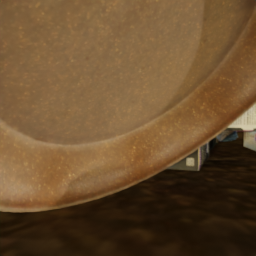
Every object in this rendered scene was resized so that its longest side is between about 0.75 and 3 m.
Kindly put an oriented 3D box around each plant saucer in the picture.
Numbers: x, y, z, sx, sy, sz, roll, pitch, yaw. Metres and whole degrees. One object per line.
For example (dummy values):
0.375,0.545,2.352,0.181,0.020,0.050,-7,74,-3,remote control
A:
0.172,-0.424,1.983,2.975,0.544,2.975,-25,-29,-15,plant saucer

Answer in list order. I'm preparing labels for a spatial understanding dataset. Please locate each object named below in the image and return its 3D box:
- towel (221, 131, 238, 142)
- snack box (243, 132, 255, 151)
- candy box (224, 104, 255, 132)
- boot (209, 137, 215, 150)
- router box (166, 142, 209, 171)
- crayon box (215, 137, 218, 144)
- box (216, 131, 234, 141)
3.644,0.229,11.254,1.242,0.540,2.225,0,3,16,towel
3.883,0.331,7.069,1.481,0.552,2.083,0,1,13,snack box
2.880,-0.370,5.857,2.883,0.879,1.966,1,1,-5,candy box
1.572,0.381,7.444,1.004,0.453,1.225,2,-6,-18,boot
0.379,0.360,5.544,2.258,0.590,1.775,1,2,22,router box
2.437,-0.376,9.447,1.397,1.619,0.472,11,-2,28,crayon box
3.129,-0.117,8.416,1.000,0.206,0.780,-32,-32,-11,box
